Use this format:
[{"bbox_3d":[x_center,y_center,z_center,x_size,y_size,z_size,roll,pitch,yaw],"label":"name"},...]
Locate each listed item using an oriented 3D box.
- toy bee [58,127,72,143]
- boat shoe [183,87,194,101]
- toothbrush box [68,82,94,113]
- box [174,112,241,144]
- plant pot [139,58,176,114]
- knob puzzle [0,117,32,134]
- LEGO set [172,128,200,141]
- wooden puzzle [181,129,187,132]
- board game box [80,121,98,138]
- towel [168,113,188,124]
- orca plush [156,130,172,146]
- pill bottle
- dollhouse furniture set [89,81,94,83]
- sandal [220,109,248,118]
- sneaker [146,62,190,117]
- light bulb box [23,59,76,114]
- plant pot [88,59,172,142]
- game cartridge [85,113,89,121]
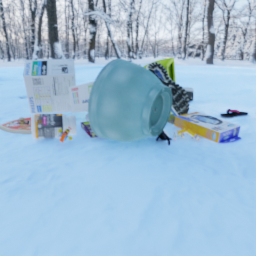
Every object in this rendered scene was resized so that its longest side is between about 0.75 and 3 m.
[{"bbox_3d":[-2.097,0.209,9.550,0.825,0.540,0.448,-14,33,52],"label":"toy bee"},{"bbox_3d":[2.727,-2.004,17.033,2.741,0.776,0.941,-2,-12,-9],"label":"boat shoe"},{"bbox_3d":[-0.919,-1.462,12.884,2.095,1.239,2.878,-4,6,38],"label":"toothbrush box"},{"bbox_3d":[3.141,-0.038,10.852,1.413,0.492,2.374,-14,25,-38],"label":"box"},{"bbox_3d":[1.241,-2.222,14.864,2.329,2.554,2.567,-1,21,18],"label":"plant pot"},{"bbox_3d":[-4.221,-0.254,12.013,2.721,0.377,2.721,0,17,0],"label":"knob puzzle"},{"bbox_3d":[2.138,0.305,10.345,0.995,0.370,0.458,5,57,1],"label":"LEGO set"},{"bbox_3d":[2.707,0.035,11.517,1.401,0.098,0.831,10,19,30],"label":"wooden puzzle"},{"bbox_3d":[-1.167,-0.009,11.144,1.127,0.303,1.878,-13,16,-17],"label":"board game box"},{"bbox_3d":[2.409,-0.454,13.021,1.682,0.192,1.208,-9,18,-29],"label":"towel"},{"bbox_3d":[1.238,0.379,10.107,0.682,0.461,1.297,42,8,-23],"label":"orca plush"},{"bbox_3d":[-2.754,-0.082,10.424,1.581,0.920,0.920,-3,17,-16],"label":"pill bottle"},{"bbox_3d":[-1.897,-2.105,16.932,1.483,1.136,2.265,5,17,18],"label":"dollhouse furniture set"},{"bbox_3d":[5.182,-0.772,13.757,1.679,0.378,0.631,-8,18,-25],"label":"sandal"},{"bbox_3d":[1.690,-1.586,12.702,1.103,2.809,1.252,-31,-8,-25],"label":"sneaker"},{"bbox_3d":[-3.819,-2.066,14.053,2.370,2.349,1.479,-4,44,-11],"label":"light bulb box"},{"bbox_3d":[0.301,-0.768,9.608,1.949,2.909,2.909,17,23,28],"label":"plant pot"},{"bbox_3d":[-0.877,-0.571,12.447,1.926,0.390,1.284,-6,-6,-16],"label":"game cartridge"}]
